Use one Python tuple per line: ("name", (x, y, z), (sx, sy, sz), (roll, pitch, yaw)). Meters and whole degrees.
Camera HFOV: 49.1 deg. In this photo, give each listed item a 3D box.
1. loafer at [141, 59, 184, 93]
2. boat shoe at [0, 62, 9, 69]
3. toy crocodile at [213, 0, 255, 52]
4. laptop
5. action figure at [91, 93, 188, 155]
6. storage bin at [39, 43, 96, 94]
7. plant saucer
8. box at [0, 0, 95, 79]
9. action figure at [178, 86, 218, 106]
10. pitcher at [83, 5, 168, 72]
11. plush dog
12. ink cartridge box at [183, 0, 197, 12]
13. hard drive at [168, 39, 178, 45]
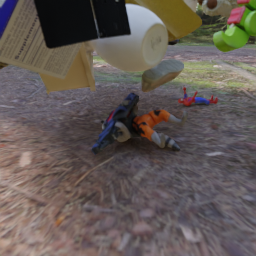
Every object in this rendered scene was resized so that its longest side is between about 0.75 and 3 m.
("loafer", (0.846, -1.337, 7.107), (0.537, 0.469, 1.492), (41, 48, 23))
("boat shoe", (-2.544, -1.434, 5.086), (0.805, 2.180, 0.825), (19, 7, -3))
("toy crocodile", (2.271, -2.270, 4.918), (0.662, 2.143, 0.723), (29, 8, -18))
("laptop", (-0.548, -1.557, 3.474), (0.561, 0.963, 1.087), (0, 19, 35))
("action figure", (0.116, 0.141, 6.673), (2.054, 1.111, 2.123), (7, 45, 37))
("storage bin", (-1.871, -2.936, 7.324), (1.397, 2.981, 2.959), (-9, 61, 0))
("plant saucer", (0.103, -3.143, 7.978), (2.904, 0.703, 2.903), (25, -15, -38))
("box", (-1.372, -1.801, 4.170), (0.990, 1.736, 1.887), (32, 9, 12))
("action figure", (2.520, -1.193, 10.227), (1.459, 0.722, 0.476), (-8, 21, -13))
("pitcher", (-0.335, -2.241, 6.075), (2.228, 1.912, 1.351), (27, 65, 35))
("plush dog", (2.868, -3.952, 8.235), (1.341, 1.671, 1.435), (27, 32, -53))
("ink cartridge box", (1.164, -3.855, 8.841), (1.714, 0.723, 1.252), (16, 39, 27))
("hard drive", (1.224, -3.712, 10.316), (1.067, 0.335, 1.582), (0, 63, -14))
